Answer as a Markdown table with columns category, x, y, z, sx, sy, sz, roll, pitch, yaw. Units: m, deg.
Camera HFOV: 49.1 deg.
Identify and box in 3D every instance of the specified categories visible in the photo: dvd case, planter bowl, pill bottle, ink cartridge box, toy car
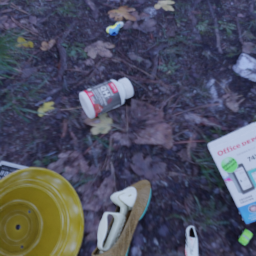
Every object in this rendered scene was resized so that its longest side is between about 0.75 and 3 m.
| category | x | y | z | sx | sy | sz | roll | pitch | yaw |
| --- | --- | --- | --- | --- | --- | --- | --- | --- | --- |
| dvd case | -3.853 | 2.038 | 8.944 | 1.418 | 0.233 | 1.886 | 12 | 55 | 8 |
| planter bowl | -2.723 | 2.625 | 7.512 | 1.230 | 2.952 | 2.952 | -22 | 41 | 40 |
| pill bottle | -0.810 | -1.210 | 10.823 | 1.936 | 1.072 | 1.072 | -26 | 58 | -18 |
| ink cartridge box | 3.468 | 1.161 | 7.910 | 1.616 | 1.608 | 2.203 | -27 | 85 | 15 |
| toy car | 3.615 | 2.967 | 8.219 | 1.136 | 0.253 | 1.069 | 34 | 62 | 26 |

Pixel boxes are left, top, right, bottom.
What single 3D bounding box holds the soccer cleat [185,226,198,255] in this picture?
| category | x | y | z | sx | sy | sz | roll | pitch | yaw |
| --- | --- | --- | --- | --- | --- | --- | --- | --- | --- |
| soccer cleat | 1.791 | 3.286 | 7.885 | 0.355 | 0.441 | 1.034 | 4 | 53 | 3 |

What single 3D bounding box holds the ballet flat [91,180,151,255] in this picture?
| category | x | y | z | sx | sy | sz | roll | pitch | yaw |
| --- | --- | --- | --- | --- | --- | --- | --- | --- | --- |
| ballet flat | -0.214 | 2.541 | 7.984 | 0.982 | 1.048 | 2.896 | -14 | 41 | 50 |

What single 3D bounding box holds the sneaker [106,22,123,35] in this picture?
| category | x | y | z | sx | sy | sz | roll | pitch | yaw |
| --- | --- | --- | --- | --- | --- | --- | --- | --- | --- |
| sneaker | -0.587 | -4.923 | 14.072 | 0.985 | 0.373 | 0.517 | -30 | 71 | -12 |
